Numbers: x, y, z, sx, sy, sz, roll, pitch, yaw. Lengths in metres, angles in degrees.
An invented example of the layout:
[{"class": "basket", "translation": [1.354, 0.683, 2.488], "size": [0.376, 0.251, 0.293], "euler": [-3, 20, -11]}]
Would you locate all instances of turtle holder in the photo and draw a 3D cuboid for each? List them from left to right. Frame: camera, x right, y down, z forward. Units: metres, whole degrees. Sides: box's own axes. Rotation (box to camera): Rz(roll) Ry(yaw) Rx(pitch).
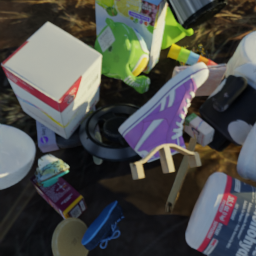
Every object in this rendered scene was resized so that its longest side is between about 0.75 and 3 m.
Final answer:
[{"class": "turtle holder", "translation": [-0.039, -2.450, 9.496], "size": [1.692, 1.810, 2.382], "euler": [5, 25, -49]}]

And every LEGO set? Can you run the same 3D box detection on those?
[{"class": "LEGO set", "translation": [2.638, -2.991, 11.341], "size": [1.409, 0.816, 1.083], "euler": [-5, 58, -3]}]

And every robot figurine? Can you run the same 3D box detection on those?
[{"class": "robot figurine", "translation": [1.688, -4.256, 11.787], "size": [2.423, 1.401, 2.125], "euler": [-35, 45, -18]}, {"class": "robot figurine", "translation": [3.425, -0.646, 8.799], "size": [1.837, 2.212, 2.944], "euler": [38, 104, -6]}]

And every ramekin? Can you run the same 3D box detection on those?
[{"class": "ramekin", "translation": [5.343, -2.360, 10.591], "size": [2.922, 1.425, 2.922], "euler": [0, 58, 0]}, {"class": "ramekin", "translation": [4.195, 0.504, 7.467], "size": [2.650, 2.650, 1.234], "euler": [-39, 50, -21]}]

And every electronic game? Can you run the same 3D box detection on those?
[{"class": "electronic game", "translation": [-0.317, 0.064, 8.806], "size": [2.443, 0.508, 2.443], "euler": [-2, 45, 2]}]

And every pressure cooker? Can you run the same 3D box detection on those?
[{"class": "pressure cooker", "translation": [2.008, -4.193, 8.683], "size": [1.603, 1.578, 1.795], "euler": [-29, 92, -15]}]

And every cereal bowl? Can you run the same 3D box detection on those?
[{"class": "cereal bowl", "translation": [-3.513, 0.830, 7.112], "size": [2.167, 0.902, 2.167], "euler": [13, 30, -7]}]

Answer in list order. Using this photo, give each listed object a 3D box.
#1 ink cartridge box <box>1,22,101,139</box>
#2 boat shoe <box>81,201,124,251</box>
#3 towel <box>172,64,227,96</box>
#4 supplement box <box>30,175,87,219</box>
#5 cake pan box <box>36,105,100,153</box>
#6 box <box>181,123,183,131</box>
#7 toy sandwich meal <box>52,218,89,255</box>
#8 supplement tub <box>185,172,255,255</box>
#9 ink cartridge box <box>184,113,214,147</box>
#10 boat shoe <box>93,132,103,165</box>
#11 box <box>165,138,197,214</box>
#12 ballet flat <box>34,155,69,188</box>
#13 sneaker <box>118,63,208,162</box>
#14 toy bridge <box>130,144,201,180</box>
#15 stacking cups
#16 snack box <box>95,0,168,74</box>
[{"class": "ink cartridge box", "translation": [-2.100, -1.255, 8.392], "size": [1.889, 2.612, 1.898], "euler": [32, 66, 7]}, {"class": "boat shoe", "translation": [-0.485, 2.574, 7.306], "size": [0.668, 0.819, 1.946], "euler": [55, 27, 0]}, {"class": "towel", "translation": [2.345, -1.609, 9.752], "size": [1.750, 1.832, 0.295], "euler": [-4, 69, 0]}, {"class": "supplement box", "translation": [-2.019, 1.928, 8.144], "size": [1.589, 0.877, 0.681], "euler": [35, 61, 24]}, {"class": "cake pan box", "translation": [-2.123, -0.320, 9.752], "size": [2.066, 0.587, 2.244], "euler": [-10, 63, -5]}, {"class": "box", "translation": [1.332, -0.369, 8.462], "size": [0.912, 0.919, 0.228], "euler": [-1, 7, -43]}, {"class": "toy sandwich meal", "translation": [-1.485, 2.926, 7.072], "size": [0.439, 1.281, 1.281], "euler": [-21, 47, 39]}, {"class": "supplement tub", "translation": [3.169, 2.616, 7.056], "size": [2.989, 2.098, 2.098], "euler": [23, 61, 14]}, {"class": "ink cartridge box", "translation": [2.114, 0.063, 8.401], "size": [0.372, 0.618, 0.851], "euler": [-34, 56, -17]}, {"class": "boat shoe", "translation": [-0.983, 0.660, 9.082], "size": [0.386, 0.322, 1.034], "euler": [-8, 86, 18]}, {"class": "box", "translation": [1.496, 1.396, 7.950], "size": [0.203, 1.559, 1.907], "euler": [21, 68, 16]}, {"class": "ballet flat", "translation": [-2.007, 1.041, 6.980], "size": [0.761, 2.051, 0.761], "euler": [9, 68, -23]}, {"class": "sneaker", "translation": [1.299, -0.262, 7.433], "size": [2.878, 1.043, 1.641], "euler": [-44, 75, 14]}, {"class": "toy bridge", "translation": [0.800, 0.666, 6.000], "size": [1.789, 0.243, 0.601], "euler": [-5, 79, -32]}, {"class": "stacking cups", "translation": [2.308, -2.434, 9.968], "size": [1.779, 0.538, 0.538], "euler": [24, 61, 5]}, {"class": "snack box", "translation": [0.045, -3.836, 10.570], "size": [2.503, 2.968, 1.005], "euler": [27, 58, 16]}]
